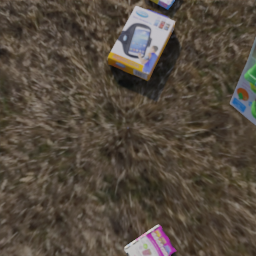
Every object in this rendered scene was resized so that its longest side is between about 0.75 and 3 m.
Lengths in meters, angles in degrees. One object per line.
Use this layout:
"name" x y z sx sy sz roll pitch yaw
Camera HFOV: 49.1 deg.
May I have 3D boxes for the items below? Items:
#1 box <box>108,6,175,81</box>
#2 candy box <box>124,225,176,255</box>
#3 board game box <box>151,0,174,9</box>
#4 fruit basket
"box" 0.436 -2.506 7.915 1.248 0.435 2.096 24 78 6
"candy box" 0.505 2.831 6.537 0.997 0.304 0.680 -31 77 -8
"board game box" 0.995 -4.098 8.455 0.942 0.190 0.720 32 77 8
"fruit basket" 2.488 -0.430 4.645 0.839 1.789 1.657 -30 61 -22
